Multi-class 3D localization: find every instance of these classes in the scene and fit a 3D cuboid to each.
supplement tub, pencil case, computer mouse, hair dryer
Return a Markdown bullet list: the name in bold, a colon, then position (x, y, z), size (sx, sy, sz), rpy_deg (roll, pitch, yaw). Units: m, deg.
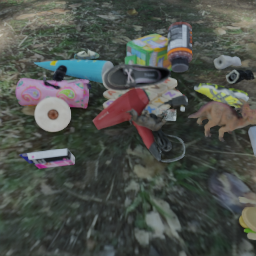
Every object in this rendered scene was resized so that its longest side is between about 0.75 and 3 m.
- **supplement tub**: position (1.851, -2.861, 10.030), size (0.886, 0.886, 1.656), rpy_deg (3, 74, 3)
- **pencil case**: position (-2.435, -1.172, 9.265), size (2.310, 1.010, 1.010), rpy_deg (1, 41, 0)
- **computer mouse**: position (-1.982, -1.415, 7.535), size (0.529, 0.753, 0.173), rpy_deg (11, 33, -29)
- **hair dryer**: position (0.296, -0.215, 7.987), size (2.765, 0.751, 2.106), rpy_deg (4, 62, 17)

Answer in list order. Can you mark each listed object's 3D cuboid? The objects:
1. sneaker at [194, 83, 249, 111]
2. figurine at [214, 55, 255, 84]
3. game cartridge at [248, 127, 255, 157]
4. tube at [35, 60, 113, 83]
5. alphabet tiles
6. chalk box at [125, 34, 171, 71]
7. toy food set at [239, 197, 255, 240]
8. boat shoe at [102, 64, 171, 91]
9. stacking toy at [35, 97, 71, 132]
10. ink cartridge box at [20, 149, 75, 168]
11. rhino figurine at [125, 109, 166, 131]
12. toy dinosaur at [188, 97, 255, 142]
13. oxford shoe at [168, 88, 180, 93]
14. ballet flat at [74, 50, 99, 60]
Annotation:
- **sneaker**: position (3.016, -1.037, 9.208), size (1.740, 0.665, 0.656), rpy_deg (17, 20, 10)
- **figurine**: position (4.060, -2.251, 10.595), size (1.249, 0.551, 1.280), rpy_deg (-11, 59, -34)
- **game cartridge**: position (4.398, 0.426, 7.943), size (1.763, 0.357, 1.175), rpy_deg (6, 44, 6)
- **tube**: position (-1.839, -2.048, 9.686), size (2.807, 0.707, 1.087), rpy_deg (12, 6, 27)
- **alphabet tiles**: position (0.446, -1.158, 9.551), size (2.538, 0.185, 2.482), rpy_deg (-36, 44, -27)
- **chalk box**: position (0.730, -2.717, 10.911), size (1.957, 1.218, 1.212), rpy_deg (-28, 48, -28)
- **toy food set**: position (2.819, 2.058, 6.159), size (0.753, 0.219, 1.091), rpy_deg (12, 36, 2)
- **boat shoe**: position (0.337, -1.648, 8.729), size (2.427, 0.811, 0.692), rpy_deg (-12, 1, -39)
- **stacking toy**: position (-2.309, -0.500, 8.583), size (1.003, 1.003, 1.373), rpy_deg (-11, 15, -13)
- **ink cartridge box**: position (-1.970, 0.764, 6.851), size (1.210, 0.573, 0.224), rpy_deg (-6, 61, 7)
- **rhino figurine**: position (0.436, -0.227, 7.594), size (1.086, 0.475, 0.325), rpy_deg (19, 37, -8)
- **toy dinosaur**: position (2.701, -0.390, 7.862), size (1.914, 1.297, 0.821), rpy_deg (18, 32, -1)
- **oxford shoe**: position (1.450, -1.293, 9.908), size (0.385, 0.369, 1.042), rpy_deg (-25, 46, -23)
- **ballet flat**: position (-1.766, -3.131, 12.039), size (1.118, 0.415, 0.415), rpy_deg (-18, 44, -20)
